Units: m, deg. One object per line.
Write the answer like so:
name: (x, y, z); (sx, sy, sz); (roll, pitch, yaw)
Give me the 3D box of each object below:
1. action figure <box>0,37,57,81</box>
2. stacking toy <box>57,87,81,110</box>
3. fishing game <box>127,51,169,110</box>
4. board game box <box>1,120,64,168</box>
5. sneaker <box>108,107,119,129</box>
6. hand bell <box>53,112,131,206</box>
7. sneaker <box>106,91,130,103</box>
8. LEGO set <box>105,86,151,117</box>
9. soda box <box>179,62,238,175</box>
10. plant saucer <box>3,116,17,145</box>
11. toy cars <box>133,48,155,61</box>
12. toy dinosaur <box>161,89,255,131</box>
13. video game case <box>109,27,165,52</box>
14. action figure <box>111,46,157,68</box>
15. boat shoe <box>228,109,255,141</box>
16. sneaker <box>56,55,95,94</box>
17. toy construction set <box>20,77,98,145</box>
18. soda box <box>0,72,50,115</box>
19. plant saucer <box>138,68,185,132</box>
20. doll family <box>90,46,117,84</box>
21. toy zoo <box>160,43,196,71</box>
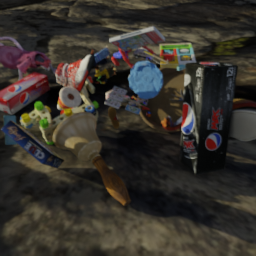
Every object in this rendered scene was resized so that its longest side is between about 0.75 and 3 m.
action figure: (-4.325, -3.102, 12.390); (2.736, 2.038, 1.833); (10, 31, 35)
stacking toy: (-1.808, -0.727, 8.117); (0.649, 0.888, 0.649); (16, 59, -29)
fishing game: (0.509, -1.386, 8.171); (1.127, 1.574, 0.245); (27, 25, 21)
board game box: (-2.468, 0.515, 7.526); (1.308, 1.931, 0.334); (38, 79, 5)
sneaker: (-0.507, -0.364, 9.672); (0.295, 0.788, 0.355); (-14, 10, -2)
hand bell: (-0.831, 0.996, 7.898); (1.481, 1.481, 2.844); (-24, 55, -27)
sneaker: (-0.403, -1.200, 10.455); (0.941, 0.354, 0.492); (-10, 74, -22)
LEGO set: (0.076, -0.812, 9.759); (1.595, 0.392, 1.192); (20, 39, 1)
soda box: (2.135, -0.270, 7.721); (1.049, 2.965, 0.939); (-6, 19, -18)
plant saucer: (-3.407, 0.061, 8.110); (0.318, 0.911, 0.086); (0, 23, -15)
toy cars: (0.426, -3.440, 11.779); (0.835, 0.412, 1.862); (-24, 55, -13)
toy dinosaur: (2.247, -0.541, 8.680); (2.545, 2.309, 1.336); (42, 16, 20)
video game case: (0.292, -2.675, 8.530); (1.431, 0.125, 1.023); (-7, -5, 24)
action figure: (0.164, -3.016, 11.789); (1.459, 2.947, 0.962); (42, 85, -6)
boat shoe: (3.096, -0.050, 8.050); (0.767, 0.899, 2.690); (-18, -3, -23)
sneaker: (-1.588, -1.652, 8.088); (0.898, 1.675, 0.559); (27, 58, -10)
toy construction set: (-2.092, -0.568, 9.399); (2.824, 1.301, 1.852); (-42, 58, -13)
soda box: (-4.159, -1.427, 11.163); (0.763, 0.691, 2.181); (18, 42, 22)
plant saucer: (1.609, -1.049, 9.926); (2.625, 0.387, 2.625); (-7, 68, 19)
doll family: (-0.996, -2.100, 9.777); (1.009, 1.746, 0.685); (-31, 47, -9)
toy zoo: (1.580, -2.309, 9.048); (1.076, 0.168, 1.640); (-1, 40, 6)
